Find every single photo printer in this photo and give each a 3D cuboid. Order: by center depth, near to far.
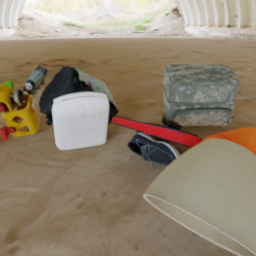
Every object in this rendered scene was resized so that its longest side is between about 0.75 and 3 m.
[{"bbox_3d":[-1.572,-0.254,9.391,1.842,2.214,0.769,-9,51,-16],"label":"photo printer"}]

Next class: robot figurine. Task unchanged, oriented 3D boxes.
[{"bbox_3d":[3.024,0.777,7.959,2.477,1.444,1.782,-10,44,-21],"label":"robot figurine"}]

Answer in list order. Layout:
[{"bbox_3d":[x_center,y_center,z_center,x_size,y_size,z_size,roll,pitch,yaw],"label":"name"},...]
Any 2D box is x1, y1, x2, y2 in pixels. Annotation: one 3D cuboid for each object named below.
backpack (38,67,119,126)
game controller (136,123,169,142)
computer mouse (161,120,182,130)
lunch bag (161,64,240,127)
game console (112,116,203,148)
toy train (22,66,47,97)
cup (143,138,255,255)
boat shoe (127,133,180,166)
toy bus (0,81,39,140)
[{"bbox_3d":[-1.659,-1.033,10.529,2.729,2.278,1.728,22,40,-43],"label":"backpack"},{"bbox_3d":[1.102,0.165,10.867,1.563,0.329,0.815,12,46,27],"label":"game controller"},{"bbox_3d":[1.461,-0.046,9.606,0.526,0.305,1.793,27,8,21],"label":"computer mouse"},{"bbox_3d":[2.808,-1.140,11.229,2.826,2.370,1.969,-2,39,-3],"label":"lunch bag"},{"bbox_3d":[1.039,0.138,8.633,2.395,0.420,2.708,18,0,21],"label":"game console"},{"bbox_3d":[-3.948,-1.984,11.872,0.638,0.853,1.496,28,44,-6],"label":"toy train"},{"bbox_3d":[1.667,1.175,5.356,2.275,2.275,1.627,19,70,38],"label":"cup"},{"bbox_3d":[0.782,0.775,8.843,0.688,0.825,2.211,-28,33,-28],"label":"boat shoe"},{"bbox_3d":[-4.033,-0.753,10.390,1.189,2.171,2.301,-8,5,-5],"label":"toy bus"}]
